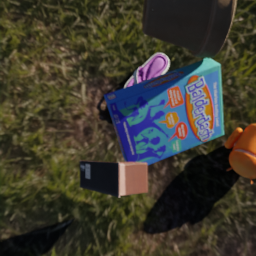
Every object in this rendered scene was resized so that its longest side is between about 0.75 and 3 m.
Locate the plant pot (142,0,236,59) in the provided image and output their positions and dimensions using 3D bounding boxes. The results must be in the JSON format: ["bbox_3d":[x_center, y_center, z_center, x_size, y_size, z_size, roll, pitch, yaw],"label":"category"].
[{"bbox_3d":[1.202,-2.601,6.263,1.694,1.942,1.942,4,76,-3],"label":"plant pot"}]

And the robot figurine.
[{"bbox_3d":[3.907,0.701,8.671,1.451,1.177,2.018,40,77,-13],"label":"robot figurine"}]

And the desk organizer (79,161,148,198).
[{"bbox_3d":[-0.376,1.030,6.028,0.690,1.791,0.642,2,85,-33],"label":"desk organizer"}]

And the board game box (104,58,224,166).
[{"bbox_3d":[1.001,-0.288,6.988,2.739,2.083,0.616,-22,34,-7],"label":"board game box"}]

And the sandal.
[{"bbox_3d":[0.543,-1.638,9.529,0.994,0.600,2.442,30,78,7],"label":"sandal"}]
